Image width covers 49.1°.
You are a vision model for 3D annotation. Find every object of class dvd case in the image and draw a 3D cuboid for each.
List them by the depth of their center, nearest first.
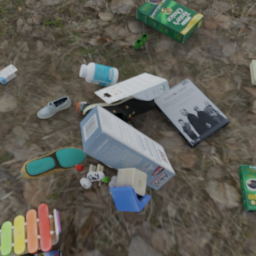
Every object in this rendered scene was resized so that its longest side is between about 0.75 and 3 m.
[{"bbox_3d":[2.465,-0.665,11.237,1.940,0.319,2.581,-30,65,-16],"label":"dvd case"}]

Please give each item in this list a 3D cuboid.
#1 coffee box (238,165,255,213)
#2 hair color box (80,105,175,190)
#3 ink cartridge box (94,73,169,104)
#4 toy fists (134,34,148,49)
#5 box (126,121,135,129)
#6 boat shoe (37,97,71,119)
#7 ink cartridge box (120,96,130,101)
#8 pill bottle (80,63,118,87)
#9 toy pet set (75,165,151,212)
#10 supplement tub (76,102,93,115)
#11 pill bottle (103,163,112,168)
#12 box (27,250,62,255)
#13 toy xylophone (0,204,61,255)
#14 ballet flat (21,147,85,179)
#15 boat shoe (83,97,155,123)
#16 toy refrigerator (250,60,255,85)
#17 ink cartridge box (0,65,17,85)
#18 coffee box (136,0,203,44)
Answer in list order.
[{"bbox_3d":[4.417,2.086,9.655,0.983,0.352,1.599,1,61,0],"label":"coffee box"},{"bbox_3d":[-0.005,0.666,8.788,0.908,2.996,1.483,-46,32,19],"label":"hair color box"},{"bbox_3d":[0.098,-1.309,10.342,2.271,0.569,1.827,-25,26,-13],"label":"ink cartridge box"},{"bbox_3d":[0.600,-4.007,13.073,0.300,0.445,0.872,41,67,2],"label":"toy fists"},{"bbox_3d":[-0.051,0.135,10.849,0.684,0.211,0.857,-25,63,-16],"label":"box"},{"bbox_3d":[-2.996,-0.871,11.242,1.431,0.509,0.499,-28,64,-15],"label":"boat shoe"},{"bbox_3d":[0.051,-1.393,11.600,0.961,0.401,0.698,37,67,19],"label":"ink cartridge box"},{"bbox_3d":[-1.210,-2.179,11.474,1.460,0.809,0.809,10,58,-22],"label":"pill bottle"},{"bbox_3d":[-0.335,1.868,8.163,1.925,2.062,1.095,-8,62,34],"label":"toy pet set"},{"bbox_3d":[-1.586,-0.722,11.153,0.843,0.517,0.517,18,62,9],"label":"supplement tub"},{"bbox_3d":[-0.597,1.045,10.005,1.178,0.674,0.674,29,64,19],"label":"pill bottle"},{"bbox_3d":[-2.613,4.743,8.132,1.370,0.378,2.007,-8,61,-5],"label":"box"},{"bbox_3d":[-3.171,3.489,8.512,2.477,0.622,1.813,-21,47,-13],"label":"toy xylophone"},{"bbox_3d":[-2.387,1.108,8.935,2.158,0.680,0.741,-10,75,-42],"label":"ballet flat"},{"bbox_3d":[-0.218,-0.542,10.666,2.851,1.043,0.893,-14,62,-18],"label":"boat shoe"},{"bbox_3d":[5.623,-2.413,12.188,0.423,0.390,1.114,6,60,4],"label":"toy refrigerator"},{"bbox_3d":[-5.258,-2.328,12.199,0.481,0.283,0.835,39,68,20],"label":"ink cartridge box"},{"bbox_3d":[2.033,-5.430,13.758,2.841,0.625,1.747,36,67,19],"label":"coffee box"}]
